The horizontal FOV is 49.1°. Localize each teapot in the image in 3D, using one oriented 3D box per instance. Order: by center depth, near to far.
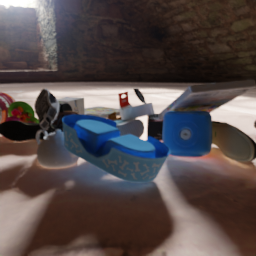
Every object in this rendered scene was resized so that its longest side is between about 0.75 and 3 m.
[{"bbox_3d":[-1.998,0.511,7.930,1.299,0.949,1.282,-3,13,-11],"label":"teapot"}]

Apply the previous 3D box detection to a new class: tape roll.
[{"bbox_3d":[0.335,-0.589,10.595,1.297,0.454,1.297,-16,1,0],"label":"tape roll"}]

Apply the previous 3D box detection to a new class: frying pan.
[{"bbox_3d":[0.569,-1.117,11.286,0.190,1.169,0.707,-34,-12,18],"label":"frying pan"}]

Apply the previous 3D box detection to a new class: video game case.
[{"bbox_3d":[2.359,-0.833,9.050,2.044,0.257,2.854,-7,-12,-14],"label":"video game case"},{"bbox_3d":[-1.650,-0.871,15.623,2.573,0.295,2.342,11,17,40],"label":"video game case"}]

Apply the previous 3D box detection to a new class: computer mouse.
[{"bbox_3d":[-2.589,-0.454,9.509,0.588,1.471,2.682,21,24,-37],"label":"computer mouse"}]

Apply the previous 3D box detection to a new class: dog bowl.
[{"bbox_3d":[-0.409,0.456,6.974,2.936,0.728,1.636,22,18,29],"label":"dog bowl"}]

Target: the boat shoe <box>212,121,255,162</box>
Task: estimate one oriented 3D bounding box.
[{"bbox_3d":[3.218,0.319,8.709,0.927,0.985,2.742,3,12,-12],"label":"boat shoe"}]

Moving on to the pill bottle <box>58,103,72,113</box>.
[{"bbox_3d":[-3.190,-0.616,12.398,1.424,0.797,0.797,-15,4,30],"label":"pill bottle"}]

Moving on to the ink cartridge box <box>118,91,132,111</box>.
[{"bbox_3d":[-0.019,-0.812,12.499,0.438,1.536,1.249,4,13,19],"label":"ink cartridge box"}]

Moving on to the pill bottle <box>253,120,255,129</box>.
[{"bbox_3d":[5.666,-0.081,11.673,0.476,0.476,0.822,-2,14,-11],"label":"pill bottle"}]

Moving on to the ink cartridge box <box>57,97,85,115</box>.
[{"bbox_3d":[-3.024,-0.919,13.999,1.107,1.088,1.504,5,14,22],"label":"ink cartridge box"}]

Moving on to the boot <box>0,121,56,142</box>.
[{"bbox_3d":[-3.659,0.115,10.648,1.977,0.766,1.367,8,4,2],"label":"boot"}]

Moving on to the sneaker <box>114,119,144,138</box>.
[{"bbox_3d":[-0.652,0.283,9.308,2.581,0.954,1.058,-10,3,-43],"label":"sneaker"}]

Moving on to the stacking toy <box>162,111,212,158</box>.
[{"bbox_3d":[2.078,0.174,9.244,1.454,1.375,2.505,1,1,20],"label":"stacking toy"}]

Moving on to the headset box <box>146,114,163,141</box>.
[{"bbox_3d":[1.455,-0.044,10.822,1.484,0.770,1.994,1,14,4],"label":"headset box"}]

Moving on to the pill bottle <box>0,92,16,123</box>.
[{"bbox_3d":[-5.839,-0.656,11.790,1.539,1.539,2.696,0,13,-1],"label":"pill bottle"}]

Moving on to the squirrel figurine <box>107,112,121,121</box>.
[{"bbox_3d":[-0.513,-0.093,11.619,1.039,0.735,0.970,-26,36,-35],"label":"squirrel figurine"}]

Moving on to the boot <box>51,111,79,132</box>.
[{"bbox_3d":[-2.312,-0.117,10.745,2.362,0.854,1.964,9,9,14],"label":"boot"}]

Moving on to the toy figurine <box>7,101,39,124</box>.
[{"bbox_3d":[-4.363,-0.175,11.324,1.103,1.469,1.352,-33,27,17],"label":"toy figurine"}]
